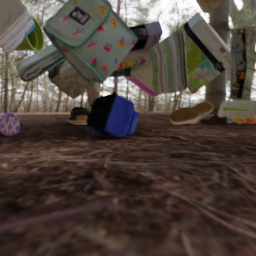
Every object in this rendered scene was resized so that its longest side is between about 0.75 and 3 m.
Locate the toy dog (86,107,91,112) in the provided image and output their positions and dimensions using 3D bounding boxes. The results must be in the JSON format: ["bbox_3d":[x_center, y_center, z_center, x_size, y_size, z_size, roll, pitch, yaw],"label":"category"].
[{"bbox_3d":[-1.229,-0.980,14.157,2.319,1.117,1.529,3,-15,38],"label":"toy dog"}]

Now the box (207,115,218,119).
[{"bbox_3d":[5.603,-0.532,15.776,1.283,0.367,1.876,-4,5,-41],"label":"box"}]

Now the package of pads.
[{"bbox_3d":[1.239,-2.513,13.390,1.992,0.879,2.579,-14,-30,40],"label":"package of pads"}]

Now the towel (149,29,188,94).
[{"bbox_3d":[1.220,-2.005,9.144,0.369,1.795,2.406,-6,5,-15],"label":"towel"}]

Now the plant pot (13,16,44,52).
[{"bbox_3d":[-4.196,-3.546,10.969,1.250,1.360,1.360,-7,2,14],"label":"plant pot"}]

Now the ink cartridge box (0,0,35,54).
[{"bbox_3d":[-3.866,-3.307,8.998,0.815,1.413,1.948,43,-5,-11],"label":"ink cartridge box"}]

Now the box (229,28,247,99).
[{"bbox_3d":[2.587,-1.455,6.651,0.306,1.050,1.534,-1,-16,18],"label":"box"}]

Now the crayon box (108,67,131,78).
[{"bbox_3d":[-0.868,-2.785,12.795,1.226,0.491,1.931,-10,30,-28],"label":"crayon box"}]

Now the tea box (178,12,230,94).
[{"bbox_3d":[2.557,-2.821,10.643,2.033,2.066,1.381,-40,20,27],"label":"tea box"}]

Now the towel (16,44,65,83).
[{"bbox_3d":[-2.924,-2.414,9.916,2.150,0.518,1.841,-32,29,-10],"label":"towel"}]

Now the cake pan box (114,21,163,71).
[{"bbox_3d":[0.073,-3.067,10.752,2.115,0.601,2.296,-18,-13,-15],"label":"cake pan box"}]

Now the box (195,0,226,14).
[{"bbox_3d":[2.363,-3.574,6.400,1.914,0.909,0.744,-35,15,18],"label":"box"}]

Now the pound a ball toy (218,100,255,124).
[{"bbox_3d":[5.842,-0.550,13.660,1.562,1.018,2.396,27,-11,-31],"label":"pound a ball toy"}]

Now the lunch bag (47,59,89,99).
[{"bbox_3d":[-2.761,-2.836,13.816,1.417,2.409,1.976,26,-11,32],"label":"lunch bag"}]

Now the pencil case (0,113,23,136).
[{"bbox_3d":[-3.611,-0.139,8.399,0.637,0.649,1.519,-5,5,-29],"label":"pencil case"}]

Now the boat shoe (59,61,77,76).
[{"bbox_3d":[-2.159,-3.288,12.303,2.412,1.028,0.891,-37,-6,-8],"label":"boat shoe"}]

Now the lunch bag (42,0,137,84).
[{"bbox_3d":[-1.082,-2.594,7.888,2.140,1.823,1.305,46,-16,-31],"label":"lunch bag"}]

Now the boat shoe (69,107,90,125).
[{"bbox_3d":[-2.328,-0.592,13.523,1.003,0.837,2.688,-3,3,-16],"label":"boat shoe"}]

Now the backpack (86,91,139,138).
[{"bbox_3d":[-0.465,-0.242,7.455,1.096,1.062,1.307,31,-15,-33],"label":"backpack"}]

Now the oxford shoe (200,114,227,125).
[{"bbox_3d":[3.958,-0.397,13.026,1.223,0.516,0.444,0,6,15],"label":"oxford shoe"}]

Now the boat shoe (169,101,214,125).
[{"bbox_3d":[2.979,-0.519,13.258,2.380,0.825,0.843,-16,54,-20],"label":"boat shoe"}]
